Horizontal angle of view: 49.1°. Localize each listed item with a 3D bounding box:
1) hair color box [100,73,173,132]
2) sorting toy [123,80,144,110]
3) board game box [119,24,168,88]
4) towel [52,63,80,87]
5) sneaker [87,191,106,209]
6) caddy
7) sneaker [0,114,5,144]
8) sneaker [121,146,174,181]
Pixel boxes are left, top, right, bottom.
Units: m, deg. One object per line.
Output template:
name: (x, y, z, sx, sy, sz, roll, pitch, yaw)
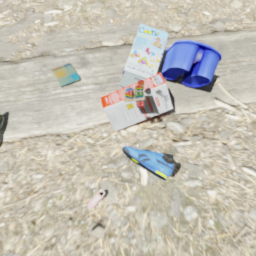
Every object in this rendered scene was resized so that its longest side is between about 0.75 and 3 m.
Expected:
hair color box: (0.346, -0.962, 10.799, 2.478, 1.374, 0.792, -21, 46, 4)
sorting toy: (0.175, -1.078, 8.662, 0.648, 0.227, 1.344, -4, 44, 8)
board game box: (0.687, -2.968, 12.262, 1.353, 1.328, 2.579, 19, 66, -2)
towel: (-2.926, -2.487, 13.175, 0.994, 0.147, 1.356, -23, 55, -17)
sneaker: (-1.056, 2.366, 9.340, 0.756, 0.395, 0.285, -36, 63, -23)
caddy: (2.554, -2.711, 11.476, 1.986, 2.809, 1.474, 18, 88, -8)
sneaker: (-5.339, 0.009, 10.847, 0.711, 0.819, 1.849, -7, 53, -5)
sneaker: (0.594, 0.895, 8.284, 1.625, 0.535, 0.637, 31, 75, 2)
